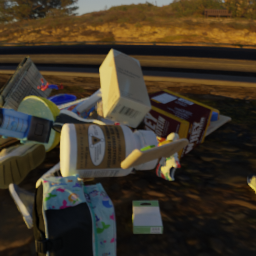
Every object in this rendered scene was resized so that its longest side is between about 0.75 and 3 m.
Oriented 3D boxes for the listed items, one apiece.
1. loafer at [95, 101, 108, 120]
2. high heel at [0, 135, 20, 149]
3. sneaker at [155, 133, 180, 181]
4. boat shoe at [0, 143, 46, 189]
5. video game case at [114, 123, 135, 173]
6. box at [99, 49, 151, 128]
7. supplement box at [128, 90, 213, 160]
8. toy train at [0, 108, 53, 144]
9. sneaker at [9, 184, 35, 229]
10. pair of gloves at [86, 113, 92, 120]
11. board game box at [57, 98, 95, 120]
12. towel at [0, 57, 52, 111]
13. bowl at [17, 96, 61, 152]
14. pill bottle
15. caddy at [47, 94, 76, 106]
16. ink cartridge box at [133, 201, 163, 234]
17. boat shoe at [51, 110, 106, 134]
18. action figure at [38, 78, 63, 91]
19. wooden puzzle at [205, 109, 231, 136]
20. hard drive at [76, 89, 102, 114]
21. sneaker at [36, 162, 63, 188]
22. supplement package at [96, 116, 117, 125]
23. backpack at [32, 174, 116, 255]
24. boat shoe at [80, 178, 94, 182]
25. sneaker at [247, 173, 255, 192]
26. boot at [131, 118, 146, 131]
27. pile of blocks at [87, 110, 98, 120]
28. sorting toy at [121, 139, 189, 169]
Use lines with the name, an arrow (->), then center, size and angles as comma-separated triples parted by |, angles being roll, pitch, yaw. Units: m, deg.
loafer -> -0.931, -0.716, 10.392 | 0.622, 0.712, 1.979 | -4, 14, 8
high heel -> -4.797, 0.473, 11.704 | 2.537, 0.906, 1.808 | -7, 31, -11
sneaker -> 1.428, 0.940, 8.851 | 0.535, 1.518, 0.710 | 18, 2, -43
boat shoe -> -3.987, 1.256, 9.594 | 0.960, 1.049, 2.806 | 3, 13, 16
video game case -> -0.100, 0.695, 9.268 | 0.266, 1.486, 1.347 | -6, -16, 24
box -> -0.147, -1.190, 8.157 | 1.065, 0.872, 2.243 | 16, 42, -27
supplement box -> 1.714, -0.215, 11.552 | 2.465, 1.659, 2.499 | 27, 32, 30
toy train -> -4.198, -0.127, 10.224 | 2.759, 1.196, 1.576 | 18, -11, -43
sneaker -> -2.480, 1.852, 7.594 | 1.127, 0.593, 1.559 | -30, 47, -26
pair of gloves -> -1.663, -0.626, 14.958 | 1.239, 0.255, 1.457 | 7, 23, 17
board game box -> -3.018, -0.603, 13.531 | 2.247, 0.641, 2.295 | -13, 20, 15
towel -> -4.492, -1.434, 12.433 | 0.453, 2.625, 2.527 | 23, 72, 19
bowl -> -3.362, -0.197, 11.532 | 2.304, 2.304, 1.240 | 14, 17, 30
pill bottle -> -0.516, 0.619, 7.643 | 2.497, 1.428, 1.428 | 1, 21, -20
caddy -> -3.868, -1.475, 16.092 | 1.812, 0.951, 1.281 | -17, 29, -35
ink cartridge box -> 0.500, 2.418, 7.648 | 0.760, 0.250, 1.044 | 0, 23, -1
boat shoe -> -1.531, 0.144, 9.920 | 2.655, 1.004, 0.801 | 16, 61, 29
action figure -> -3.133, -1.752, 11.227 | 0.977, 0.483, 0.319 | -12, 40, -22
wooden puzzle -> 3.326, -0.566, 14.168 | 2.939, 0.680, 2.722 | -21, 30, -41
hard drive -> -0.898, -1.676, 12.404 | 2.772, 0.370, 1.828 | -35, 5, 15
sneaker -> -2.133, 1.512, 9.269 | 0.961, 0.891, 2.372 | -5, 16, 35
supplement package -> -0.975, -0.134, 12.473 | 0.620, 0.843, 0.806 | -14, 60, -29
backpack -> -1.252, 2.097, 6.108 | 1.762, 2.078, 2.341 | -7, 14, -25
boat shoe -> -1.417, 1.526, 8.625 | 0.779, 0.263, 0.280 | -7, 14, -35
sneaker -> 4.208, 1.626, 8.782 | 0.545, 0.839, 1.453 | 1, 23, 2
boot -> 0.206, -0.644, 9.336 | 0.465, 1.447, 1.348 | -15, -16, 5
pile of blocks -> -1.655, -0.194, 13.468 | 0.803, 1.060, 2.583 | 43, 39, -7
sorting toy -> 0.579, 0.574, 6.492 | 1.309, 0.239, 1.211 | -10, -20, -23
